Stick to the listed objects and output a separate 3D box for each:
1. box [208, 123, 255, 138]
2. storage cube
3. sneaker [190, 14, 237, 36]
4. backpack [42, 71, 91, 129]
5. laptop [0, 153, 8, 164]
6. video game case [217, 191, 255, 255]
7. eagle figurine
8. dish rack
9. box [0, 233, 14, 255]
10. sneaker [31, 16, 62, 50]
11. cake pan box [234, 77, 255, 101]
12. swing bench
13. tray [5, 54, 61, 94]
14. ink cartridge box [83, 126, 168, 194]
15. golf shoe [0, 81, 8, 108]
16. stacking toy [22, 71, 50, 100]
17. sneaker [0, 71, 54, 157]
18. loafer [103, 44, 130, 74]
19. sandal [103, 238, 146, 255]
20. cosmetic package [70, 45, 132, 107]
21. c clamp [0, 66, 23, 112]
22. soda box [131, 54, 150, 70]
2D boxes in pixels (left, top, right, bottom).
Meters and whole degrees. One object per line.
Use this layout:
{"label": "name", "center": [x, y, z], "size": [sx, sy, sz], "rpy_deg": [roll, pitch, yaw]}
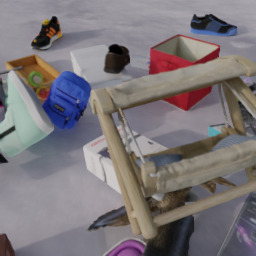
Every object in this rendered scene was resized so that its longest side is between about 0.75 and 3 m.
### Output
{"label": "box", "center": [2.643, 0.213, 7.276], "size": [0.523, 0.313, 1.272], "rpy_deg": [-9, 17, -12]}
{"label": "storage cube", "center": [1.898, -1.958, 9.695], "size": [1.708, 1.796, 1.998], "rpy_deg": [28, 45, 31]}
{"label": "sneaker", "center": [4.571, -5.490, 14.823], "size": [2.478, 0.965, 0.869], "rpy_deg": [4, 38, 6]}
{"label": "backpack", "center": [-1.765, -0.785, 8.174], "size": [1.200, 1.476, 1.239], "rpy_deg": [29, 30, -12]}
{"label": "laptop", "center": [-3.518, 0.869, 6.725], "size": [0.801, 0.467, 0.904], "rpy_deg": [32, 23, 35]}
{"label": "video game case", "center": [3.106, 2.275, 5.592], "size": [1.909, 0.254, 2.673], "rpy_deg": [25, 46, 28]}
{"label": "eagle figurine", "center": [0.600, 1.654, 5.645], "size": [1.826, 1.836, 2.420], "rpy_deg": [40, 77, -12]}
{"label": "dish rack", "center": [3.975, -0.264, 7.600], "size": [1.970, 0.701, 2.568], "rpy_deg": [-24, 20, 24]}
{"label": "box", "center": [-2.258, 2.611, 4.819], "size": [0.498, 0.666, 1.330], "rpy_deg": [-11, 39, -14]}
{"label": "sneaker", "center": [-4.071, -4.694, 13.710], "size": [0.851, 1.095, 2.433], "rpy_deg": [9, 39, 12]}
{"label": "cake pan box", "center": [3.695, -1.174, 8.866], "size": [0.766, 0.705, 0.200], "rpy_deg": [-34, 40, 28]}
{"label": "swing bench", "center": [1.048, 0.096, 5.189], "size": [2.874, 1.875, 2.889], "rpy_deg": [-17, 73, -10]}
{"label": "tray", "center": [-3.608, -2.079, 10.915], "size": [1.311, 0.492, 2.658], "rpy_deg": [-26, 46, -30]}
{"label": "ink cartridge box", "center": [-0.020, 0.791, 6.845], "size": [1.332, 0.776, 1.840], "rpy_deg": [-30, 39, -32]}
{"label": "golf shoe", "center": [-4.703, -1.089, 9.424], "size": [2.177, 0.820, 0.996], "rpy_deg": [-5, 42, -5]}
{"label": "stacking toy", "center": [-3.126, -1.237, 9.345], "size": [0.500, 1.071, 1.183], "rpy_deg": [29, 47, 35]}
{"label": "sneaker", "center": [-3.296, -0.445, 7.784], "size": [1.626, 1.014, 2.757], "rpy_deg": [-37, 53, -2]}
{"label": "loafer", "center": [-0.318, -2.429, 9.289], "size": [0.749, 0.732, 2.051], "rpy_deg": [7, 31, 2]}
{"label": "sandal", "center": [-0.656, 2.826, 4.498], "size": [1.193, 0.721, 2.933], "rpy_deg": [23, 44, 27]}
{"label": "cosmetic package", "center": [-1.033, -1.945, 10.250], "size": [1.499, 1.092, 2.949], "rpy_deg": [-15, 42, -13]}
{"label": "c clamp", "center": [-4.219, -0.819, 8.795], "size": [2.241, 0.355, 2.623], "rpy_deg": [-18, 61, -15]}
{"label": "soda box", "center": [0.789, -2.758, 11.798], "size": [1.275, 0.434, 0.406], "rpy_deg": [15, 41, 18]}
